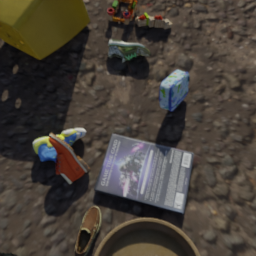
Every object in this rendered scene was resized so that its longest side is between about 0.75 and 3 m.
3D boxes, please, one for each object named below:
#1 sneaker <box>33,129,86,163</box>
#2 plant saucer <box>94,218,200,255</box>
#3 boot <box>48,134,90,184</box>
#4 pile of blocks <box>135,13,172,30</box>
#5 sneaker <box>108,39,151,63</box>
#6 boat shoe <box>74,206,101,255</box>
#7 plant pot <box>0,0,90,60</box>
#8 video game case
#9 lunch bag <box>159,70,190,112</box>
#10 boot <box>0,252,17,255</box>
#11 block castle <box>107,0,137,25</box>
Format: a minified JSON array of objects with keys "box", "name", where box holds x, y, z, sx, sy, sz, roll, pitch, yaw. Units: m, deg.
[{"box":[-2.038,0.591,8.661,1.648,0.624,0.866,-17,84,-9],"name":"sneaker"},{"box":[0.491,3.807,7.077,2.908,0.428,2.908,0,64,1],"name":"plant saucer"},{"box":[-1.903,0.905,8.119,0.839,0.587,1.566,-41,104,-12],"name":"boot"},{"box":[1.012,-4.281,11.001,1.464,0.455,0.601,6,55,-1],"name":"pile of blocks"},{"box":[0.003,-2.702,10.295,1.663,0.639,0.737,12,84,8],"name":"sneaker"},{"box":[-1.069,2.765,7.543,0.498,0.499,1.348,12,64,6],"name":"boat shoe"},{"box":[-3.488,-4.212,9.875,2.893,2.893,2.552,29,79,13],"name":"plant pot"},{"box":[0.516,1.324,8.405,2.633,0.250,1.881,13,64,7],"name":"video game case"},{"box":[1.512,-1.205,9.101,0.530,1.032,1.284,22,45,28],"name":"lunch bag"},{"box":[-2.701,4.108,6.727,2.201,0.814,1.804,10,65,10],"name":"boot"},{"box":[-0.188,-4.919,11.242,0.957,0.672,1.433,16,65,7],"name":"block castle"}]
